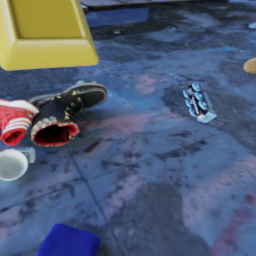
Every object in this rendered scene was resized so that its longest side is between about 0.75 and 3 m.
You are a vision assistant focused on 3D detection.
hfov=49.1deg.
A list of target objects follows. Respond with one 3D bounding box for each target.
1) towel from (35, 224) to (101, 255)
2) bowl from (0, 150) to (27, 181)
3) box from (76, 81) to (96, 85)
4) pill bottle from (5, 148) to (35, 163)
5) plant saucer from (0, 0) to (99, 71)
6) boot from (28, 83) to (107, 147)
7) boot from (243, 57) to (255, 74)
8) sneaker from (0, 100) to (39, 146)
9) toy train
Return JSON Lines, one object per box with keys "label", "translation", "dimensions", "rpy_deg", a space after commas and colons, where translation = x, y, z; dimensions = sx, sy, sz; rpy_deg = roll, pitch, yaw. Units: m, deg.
{"label": "towel", "translation": [-1.334, 2.763, 5.616], "dimensions": [1.168, 0.392, 1.581], "rpy_deg": [15, 37, 9]}
{"label": "bowl", "translation": [-3.284, 1.101, 7.784], "dimensions": [0.911, 0.410, 0.911], "rpy_deg": [11, 53, -16]}
{"label": "box", "translation": [-1.888, -1.907, 12.454], "dimensions": [0.777, 0.141, 0.561], "rpy_deg": [8, 36, 10]}
{"label": "pill bottle", "translation": [-3.212, 0.819, 8.281], "dimensions": [0.801, 0.453, 0.453], "rpy_deg": [-1, 35, -2]}
{"label": "plant saucer", "translation": [-2.462, -3.186, 8.305], "dimensions": [2.892, 0.701, 2.893], "rpy_deg": [-10, 71, -27]}
{"label": "boot", "translation": [-1.987, -0.506, 9.608], "dimensions": [2.973, 1.088, 2.238], "rpy_deg": [-12, 35, -10]}
{"label": "boot", "translation": [6.745, -2.700, 13.026], "dimensions": [2.546, 0.937, 0.961], "rpy_deg": [7, 46, 6]}
{"label": "sneaker", "translation": [-4.105, -0.159, 9.280], "dimensions": [2.371, 0.929, 1.369], "rpy_deg": [-5, 56, 39]}
{"label": "toy train", "translation": [1.365, -0.497, 5.382], "dimensions": [0.469, 0.356, 0.820], "rpy_deg": [17, 49, -35]}
